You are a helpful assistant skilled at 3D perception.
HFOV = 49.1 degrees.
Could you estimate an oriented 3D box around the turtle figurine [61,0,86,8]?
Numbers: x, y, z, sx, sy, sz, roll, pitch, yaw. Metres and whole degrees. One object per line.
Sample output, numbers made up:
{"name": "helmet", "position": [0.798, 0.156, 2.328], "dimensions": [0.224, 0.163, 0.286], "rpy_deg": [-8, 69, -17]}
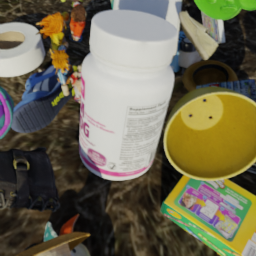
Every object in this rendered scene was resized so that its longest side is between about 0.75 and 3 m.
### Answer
{"name": "turtle figurine", "position": [-1.231, -4.005, 7.703], "dimensions": [2.032, 1.639, 0.654], "rpy_deg": [3, 77, -48]}

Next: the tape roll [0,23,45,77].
{"name": "tape roll", "position": [-4.344, -2.931, 10.419], "dimensions": [2.325, 0.813, 2.325], "rpy_deg": [0, 52, 0]}

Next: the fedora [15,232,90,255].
{"name": "fedora", "position": [-1.252, 2.153, 3.717], "dimensions": [1.980, 1.980, 0.807], "rpy_deg": [-23, 67, -17]}

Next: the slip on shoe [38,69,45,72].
{"name": "slip on shoe", "position": [-2.965, -1.831, 9.902], "dimensions": [0.231, 0.290, 0.763], "rpy_deg": [-24, 48, -10]}

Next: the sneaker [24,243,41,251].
{"name": "sneaker", "position": [-1.390, 2.435, 4.903], "dimensions": [0.593, 0.395, 1.035], "rpy_deg": [-41, 75, -17]}

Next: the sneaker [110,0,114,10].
{"name": "sneaker", "position": [0.585, -4.436, 8.782], "dimensions": [1.026, 2.874, 1.148], "rpy_deg": [7, 63, -44]}

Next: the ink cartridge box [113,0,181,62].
{"name": "ink cartridge box", "position": [0.514, -2.753, 7.820], "dimensions": [1.654, 1.625, 2.247], "rpy_deg": [5, 7, 3]}

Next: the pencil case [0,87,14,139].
{"name": "pencil case", "position": [-2.685, -0.298, 5.003], "dimensions": [1.203, 2.604, 1.108], "rpy_deg": [5, 91, -21]}

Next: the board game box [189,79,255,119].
{"name": "board game box", "position": [2.068, -0.399, 6.584], "dimensions": [1.843, 0.569, 1.844], "rpy_deg": [-4, 54, 19]}

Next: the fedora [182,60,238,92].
{"name": "fedora", "position": [2.670, -1.460, 9.300], "dimensions": [1.835, 0.748, 1.835], "rpy_deg": [-1, 54, 2]}

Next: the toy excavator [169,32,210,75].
{"name": "toy excavator", "position": [1.369, -2.770, 10.194], "dimensions": [2.597, 1.297, 2.525], "rpy_deg": [24, 52, 33]}

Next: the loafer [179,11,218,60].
{"name": "loafer", "position": [1.311, -1.781, 5.265], "dimensions": [0.374, 0.414, 1.094], "rpy_deg": [-29, 74, 11]}

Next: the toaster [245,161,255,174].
{"name": "toaster", "position": [3.361, 0.458, 7.402], "dimensions": [1.530, 1.383, 0.908], "rpy_deg": [19, 57, 15]}

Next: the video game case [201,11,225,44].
{"name": "video game case", "position": [2.521, -3.109, 8.403], "dimensions": [0.144, 1.145, 1.599], "rpy_deg": [-12, 15, 4]}

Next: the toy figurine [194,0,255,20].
{"name": "toy figurine", "position": [2.982, -3.908, 7.138], "dimensions": [1.863, 1.519, 2.024], "rpy_deg": [-44, 44, -19]}

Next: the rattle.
{"name": "rattle", "position": [-1.428, 2.792, 5.221], "dimensions": [1.849, 2.029, 2.840], "rpy_deg": [-10, 56, 18]}

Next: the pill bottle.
{"name": "pill bottle", "position": [-0.066, -0.458, 4.603], "dimensions": [1.428, 2.519, 1.428], "rpy_deg": [6, 39, -5]}

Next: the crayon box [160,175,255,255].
{"name": "crayon box", "position": [2.182, 2.017, 6.555], "dimensions": [2.442, 0.711, 1.450], "rpy_deg": [31, 58, 22]}

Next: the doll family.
{"name": "doll family", "position": [-1.519, -1.716, 6.602], "dimensions": [1.166, 1.606, 2.588], "rpy_deg": [-5, 88, -12]}

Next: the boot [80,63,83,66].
{"name": "boot", "position": [-0.934, -1.550, 7.624], "dimensions": [0.272, 0.785, 0.683], "rpy_deg": [-41, 102, -43]}

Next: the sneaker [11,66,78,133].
{"name": "sneaker", "position": [-2.718, -0.983, 8.777], "dimensions": [1.212, 1.090, 2.947], "rpy_deg": [19, 49, 20]}

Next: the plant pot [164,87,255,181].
{"name": "plant pot", "position": [1.498, -0.071, 5.261], "dimensions": [1.736, 1.736, 1.232], "rpy_deg": [2, 28, 2]}

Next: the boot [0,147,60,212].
{"name": "boot", "position": [-2.156, 1.154, 4.613], "dimensions": [2.229, 0.886, 2.560], "rpy_deg": [18, 41, -36]}
